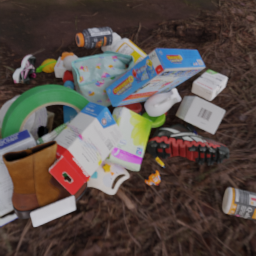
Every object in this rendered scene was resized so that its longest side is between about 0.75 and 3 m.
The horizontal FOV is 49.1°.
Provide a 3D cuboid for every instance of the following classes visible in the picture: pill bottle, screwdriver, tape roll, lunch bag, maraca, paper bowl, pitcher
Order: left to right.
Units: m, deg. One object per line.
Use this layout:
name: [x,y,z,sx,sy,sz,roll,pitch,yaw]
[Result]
paper bowl: [-3.797,-0.289,9.782,1.788,0.930,1.788,-7,74,25]
maraca: [-3.915,-2.957,13.546,1.140,0.782,0.610,-29,87,-26]
tape roll: [-2.357,0.163,8.845,2.979,2.979,0.716,-23,28,-21]
pill bottle: [-1.337,-3.520,11.002,1.371,0.728,0.728,-16,48,-25]
lunch bag: [-0.815,-1.741,10.323,2.218,1.889,1.352,-19,63,-11]
pill bottle: [-0.029,-3.068,12.302,2.282,1.287,1.287,41,56,6]
pitcher: [1.171,-0.883,9.809,1.221,1.048,0.740,-27,87,19]
screwdriver: [2.319,0.309,9.245,0.206,0.198,1.417,-47,42,17]
pill bottle: [3.604,2.315,8.388,1.365,0.794,0.794,12,47,11]

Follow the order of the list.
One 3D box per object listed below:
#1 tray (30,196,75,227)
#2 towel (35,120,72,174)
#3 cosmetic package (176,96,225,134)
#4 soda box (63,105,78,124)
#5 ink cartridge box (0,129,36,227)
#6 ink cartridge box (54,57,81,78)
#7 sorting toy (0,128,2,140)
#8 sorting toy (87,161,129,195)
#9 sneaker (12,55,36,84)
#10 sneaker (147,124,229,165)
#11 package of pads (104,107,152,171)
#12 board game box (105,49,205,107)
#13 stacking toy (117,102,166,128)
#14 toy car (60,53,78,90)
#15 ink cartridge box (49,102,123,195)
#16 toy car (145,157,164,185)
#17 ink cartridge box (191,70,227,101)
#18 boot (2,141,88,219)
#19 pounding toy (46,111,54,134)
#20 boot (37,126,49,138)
tray: [-2.085,2.292,7.823,1.232,0.662,0.137,-18,45,-25]
towel: [-1.649,0.426,8.496,2.122,1.583,0.326,-36,48,-28]
cosmetic package: [2.518,-0.529,10.081,1.161,0.915,2.157,25,6,1]
soda box: [-2.048,-0.031,10.720,0.692,0.654,2.039,-11,46,-4]
ink cartridge box: [-3.596,1.628,7.688,2.677,2.726,0.590,-26,49,-23]
ink cartridge box: [-2.782,-2.902,13.568,1.351,0.572,0.976,3,46,5]
sorting toy: [-4.089,0.512,8.405,0.380,2.249,1.084,8,74,29]
sorting toy: [-0.738,1.462,9.373,1.415,0.840,1.572,39,55,8]
sneaker: [-4.744,-2.685,13.398,0.812,0.756,1.881,17,52,-5]
sneaker: [2.130,0.494,9.908,2.802,0.990,1.369,7,46,15]
package of pads: [-0.063,0.369,9.362,0.630,1.427,1.847,-1,69,51]
board game box: [0.924,-1.672,9.417,2.479,2.428,0.693,-15,79,-47]
stacking toy: [0.600,-0.373,10.959,2.038,0.861,1.845,-6,40,7]
toy car: [-2.304,-2.426,11.219,1.197,1.353,1.247,-20,40,16]
ink cartridge box: [-1.288,0.555,7.878,0.770,1.330,2.289,21,61,40]
toy car: [0.849,1.487,8.897,0.577,1.176,0.391,-31,58,-20]
ink cartridge box: [3.662,-1.939,12.634,0.998,0.576,1.372,32,54,27]
boot: [-2.099,1.213,7.644,2.293,2.436,0.834,-11,43,-26]
pounding toy: [-3.282,-0.316,10.509,0.719,1.011,0.931,18,17,8]
boot: [-2.681,0.436,8.967,0.340,0.754,0.920,-4,61,-1]
